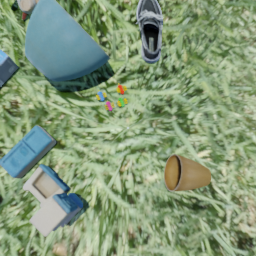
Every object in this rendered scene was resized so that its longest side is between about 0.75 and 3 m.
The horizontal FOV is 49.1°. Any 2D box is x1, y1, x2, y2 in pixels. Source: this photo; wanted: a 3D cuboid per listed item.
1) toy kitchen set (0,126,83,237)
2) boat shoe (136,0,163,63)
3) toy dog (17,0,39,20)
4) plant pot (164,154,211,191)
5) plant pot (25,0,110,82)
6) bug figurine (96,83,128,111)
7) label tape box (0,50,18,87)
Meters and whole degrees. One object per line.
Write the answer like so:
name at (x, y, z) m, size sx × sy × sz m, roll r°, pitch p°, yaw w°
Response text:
toy kitchen set at (-2.259, 1.210, 7.443) m, size 2.657 × 2.128 × 1.565 m, roll 42°, pitch 82°, yaw 8°
boat shoe at (0.702, -3.382, 9.140) m, size 0.887 × 0.820 × 2.401 m, roll 3°, pitch 77°, yaw 1°
toy dog at (-3.677, -4.332, 9.387) m, size 0.804 × 1.101 × 1.670 m, roll -44°, pitch 70°, yaw 23°
plant pot at (1.767, 1.338, 8.068) m, size 1.118 × 1.041 × 1.041 m, roll 9°, pitch 77°, yaw -18°
plant pot at (-1.988, -2.351, 8.176) m, size 1.665 × 2.472 × 2.472 m, roll -44°, pitch 81°, yaw 6°
bug figurine at (-0.479, -0.959, 8.885) m, size 0.998 × 0.257 × 0.774 m, roll -19°, pitch 84°, yaw -9°
label tape box at (-5.157, -1.619, 8.736) m, size 1.917 × 0.885 × 2.676 m, roll 37°, pitch 82°, yaw 8°
